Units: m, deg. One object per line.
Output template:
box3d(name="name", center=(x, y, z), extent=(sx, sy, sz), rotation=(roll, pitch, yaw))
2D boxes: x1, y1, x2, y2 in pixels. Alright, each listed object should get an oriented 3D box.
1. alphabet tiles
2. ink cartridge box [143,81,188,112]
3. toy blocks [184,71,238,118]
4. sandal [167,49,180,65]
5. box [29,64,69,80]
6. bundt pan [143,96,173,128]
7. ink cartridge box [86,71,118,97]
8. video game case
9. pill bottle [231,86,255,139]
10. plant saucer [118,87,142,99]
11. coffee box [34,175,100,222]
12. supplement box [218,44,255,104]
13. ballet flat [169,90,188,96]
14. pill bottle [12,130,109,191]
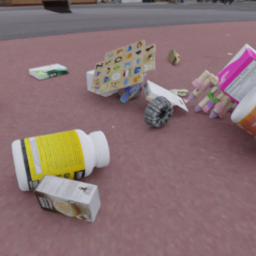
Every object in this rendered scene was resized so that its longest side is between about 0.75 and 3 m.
box3d(name="alphabet tiles", center=(-0.206, -2.329, 10.665), extent=(2.651, 0.084, 2.206), rotation=(-12, 53, 24))
box3d(name="ink cartridge box", center=(1.332, -1.066, 10.227), extent=(1.563, 0.392, 1.268), rotation=(28, 23, -16))
box3d(name="toy blocks", center=(2.984, -0.977, 10.081), extent=(1.538, 1.386, 1.646), rotation=(51, 25, 21))
box3d(name="sandal", center=(2.776, -4.011, 16.354), extent=(0.555, 0.618, 1.686), rotation=(25, 29, -22))
box3d(name="box", center=(-4.039, -2.872, 14.281), extent=(1.636, 0.297, 1.181), rotation=(-23, 36, -35))
box3d(name="bundt pan", center=(1.032, -0.469, 9.006), extent=(1.076, 1.076, 0.404), rotation=(-20, 39, -32))
box3d(name="ink cartridge box", center=(-1.083, -1.956, 11.987), extent=(1.158, 0.846, 0.850), rotation=(24, 36, 37))
box3d(name="video game case", center=(0.188, -1.580, 10.866), extent=(0.246, 1.083, 0.982), rotation=(40, 52, 12))
box3d(name="pill bottle", center=(3.960, -0.026, 7.245), extent=(2.255, 1.265, 1.265), rotation=(38, 37, 6))
box3d(name="plant saucer", center=(0.090, -1.524, 11.668), extent=(1.017, 0.186, 1.017), rotation=(-2, 48, 3))
box3d(name="coffee box", center=(-1.227, 1.443, 5.756), extent=(1.189, 0.680, 0.474), rotation=(9, 42, 14))
box3d(name="supplement box", center=(4.113, -1.103, 8.384), extent=(2.586, 1.337, 1.309), rotation=(37, 33, -5))
box3d(name="ballet flat", center=(2.066, -1.420, 11.600), extent=(0.943, 0.327, 0.327), rotation=(-8, 29, -15))
box3d(name="pill bottle", center=(-1.569, 0.698, 6.672), extent=(2.086, 1.173, 1.173), rotation=(-11, 30, -20))
